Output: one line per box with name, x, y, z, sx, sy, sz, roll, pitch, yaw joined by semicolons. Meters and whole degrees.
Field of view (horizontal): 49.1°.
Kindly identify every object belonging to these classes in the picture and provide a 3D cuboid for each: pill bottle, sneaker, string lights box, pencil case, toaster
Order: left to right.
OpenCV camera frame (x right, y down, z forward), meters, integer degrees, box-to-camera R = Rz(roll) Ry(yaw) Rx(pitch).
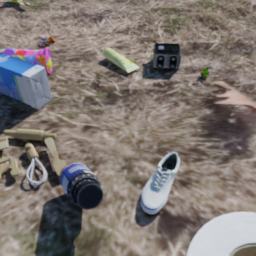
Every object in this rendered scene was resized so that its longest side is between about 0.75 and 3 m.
string lights box;-4.321;-1.866;10.633;2.798;1.438;0.825;22;47;22
pencil case;-4.621;-2.897;12.028;2.646;1.169;1.169;3;43;0
pill bottle;-1.180;1.451;7.056;0.842;0.842;1.505;-21;18;-21
sneaker;0.874;1.407;7.621;0.709;0.687;1.942;16;45;17
toaster;1.722;-3.287;12.658;1.228;0.806;1.358;3;43;4

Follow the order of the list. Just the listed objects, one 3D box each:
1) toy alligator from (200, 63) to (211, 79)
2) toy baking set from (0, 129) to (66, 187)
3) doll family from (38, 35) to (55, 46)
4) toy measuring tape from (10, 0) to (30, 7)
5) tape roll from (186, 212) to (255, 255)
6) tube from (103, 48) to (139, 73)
toy alligator;3.339;-2.437;12.089;0.340;0.247;1.026;39;54;-8
toy baking set;-3.087;0.854;8.554;2.789;0.324;2.140;1;45;2
doll family;-4.135;-4.467;14.235;0.915;0.412;0.568;-33;52;-31
toy measuring tape;-7.102;-8.604;18.284;0.959;0.959;2.606;-34;48;-31
tape roll;2.525;3.218;5.365;3.034;1.061;3.034;0;42;0
tube;-0.362;-3.040;12.681;1.865;0.484;0.541;40;94;29
